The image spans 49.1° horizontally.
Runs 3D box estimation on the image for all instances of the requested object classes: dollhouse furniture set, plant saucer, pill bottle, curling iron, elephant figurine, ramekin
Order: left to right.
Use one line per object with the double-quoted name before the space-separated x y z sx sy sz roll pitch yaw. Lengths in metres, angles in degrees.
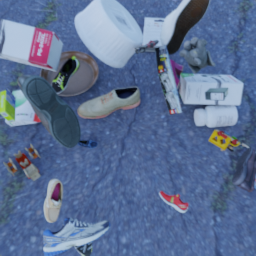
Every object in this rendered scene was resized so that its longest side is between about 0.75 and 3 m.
"dollhouse furniture set" -3.955 1.447 10.875 1.239 0.638 1.226 -37 56 -19
"plant saucer" -2.708 -2.476 13.068 2.690 0.431 2.690 0 61 -1
"ramekin" -0.627 -3.765 10.816 1.285 2.636 2.636 -36 57 31
"curling iron" 0.790 -3.151 10.604 0.531 0.274 2.141 -7 22 28
"elephant figurine" 2.464 -2.305 9.431 0.991 1.401 1.087 21 81 44
"pill bottle" 3.618 -0.486 11.670 1.585 0.907 0.907 -5 61 -4

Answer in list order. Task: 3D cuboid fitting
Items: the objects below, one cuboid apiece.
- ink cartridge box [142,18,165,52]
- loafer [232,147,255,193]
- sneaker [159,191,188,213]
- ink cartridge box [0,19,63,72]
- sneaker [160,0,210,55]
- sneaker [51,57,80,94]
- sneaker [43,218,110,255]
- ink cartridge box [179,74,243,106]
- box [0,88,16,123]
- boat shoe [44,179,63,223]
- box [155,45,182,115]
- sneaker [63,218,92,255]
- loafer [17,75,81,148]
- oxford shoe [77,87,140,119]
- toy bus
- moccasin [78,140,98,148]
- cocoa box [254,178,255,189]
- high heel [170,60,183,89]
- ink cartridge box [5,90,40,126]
"ink cartridge box" 1.595 -4.756 14.339 1.688 0.522 2.082 4 57 2
"loafer" 3.742 1.310 8.758 0.584 0.667 1.855 40 43 6
"sneaker" 1.254 1.947 7.645 0.868 0.334 0.369 31 96 21
"ink cartridge box" -3.759 -2.816 9.403 2.687 1.952 1.120 13 95 -6
"sneaker" 1.898 -4.150 10.416 1.066 2.929 1.240 0 63 -24
"sneaker" -2.396 -1.951 10.219 0.567 0.655 1.582 36 98 8
"sneaker" -1.154 2.284 6.207 1.536 0.592 0.654 -15 77 -16
"ink cartridge box" 3.431 -1.660 11.878 2.292 0.964 1.673 2 23 1
"box" -4.170 -0.788 9.720 0.254 0.649 1.064 -16 57 3
"boat shoe" -2.043 2.025 7.738 0.439 0.412 1.191 7 81 -34
"box" 1.423 -1.785 10.135 0.476 1.634 2.387 -14 33 12
"sneaker" -1.303 2.949 7.411 0.459 0.531 1.175 -22 43 -28
"loafer" -2.482 -0.545 9.038 0.918 2.917 1.048 26 61 42
"oxford shoe" -0.838 -1.201 11.993 2.813 1.038 0.996 -19 62 -10
"toy bus" 2.801 0.435 8.084 0.888 0.486 0.941 22 15 -21
"moccasin" -1.652 0.657 11.394 0.806 0.275 0.324 0 61 0
"cocoa box" 5.634 1.325 10.331 2.245 1.473 1.497 -28 64 -15
"high heel" 1.811 -2.277 12.701 1.092 0.767 2.277 20 58 1
"ink cartridge box" -4.125 -0.940 11.934 1.968 0.493 1.584 -8 59 15
